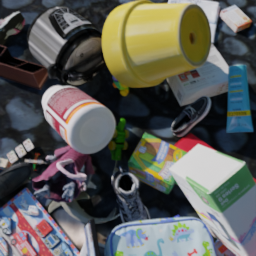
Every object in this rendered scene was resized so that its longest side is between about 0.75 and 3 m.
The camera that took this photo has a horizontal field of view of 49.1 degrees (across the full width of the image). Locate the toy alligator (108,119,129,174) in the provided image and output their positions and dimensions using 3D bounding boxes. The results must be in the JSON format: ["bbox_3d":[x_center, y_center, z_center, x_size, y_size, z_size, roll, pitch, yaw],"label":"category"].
[{"bbox_3d":[-0.407,0.626,9.251,0.577,0.528,1.946,2,100,-34],"label":"toy alligator"}]

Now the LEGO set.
[{"bbox_3d":[-3.401,1.129,9.451,0.940,0.309,1.259,-37,67,-4],"label":"LEGO set"}]

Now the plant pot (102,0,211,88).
[{"bbox_3d":[1.024,-2.705,8.894,2.623,2.789,2.789,7,56,45],"label":"plant pot"}]

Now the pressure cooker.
[{"bbox_3d":[-2.013,-2.853,10.284,2.662,2.378,2.341,43,103,19],"label":"pressure cooker"}]

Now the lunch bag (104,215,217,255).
[{"bbox_3d":[0.889,3.547,7.195,2.918,1.203,2.345,0,54,-17],"label":"lunch bag"}]

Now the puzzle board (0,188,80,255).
[{"bbox_3d":[-3.038,3.456,8.161,2.121,0.245,2.814,-40,70,-19],"label":"puzzle board"}]

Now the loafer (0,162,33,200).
[{"bbox_3d":[-3.901,1.831,8.612,2.158,0.758,0.733,-33,106,-12],"label":"loafer"}]

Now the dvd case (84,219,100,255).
[{"bbox_3d":[-0.919,3.015,7.151,0.143,1.629,1.162,-6,67,-16],"label":"dvd case"}]

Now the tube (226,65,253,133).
[{"bbox_3d":[3.821,-0.992,9.716,0.581,0.892,2.304,-1,89,-46],"label":"tube"}]

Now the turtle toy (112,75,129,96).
[{"bbox_3d":[-0.178,-1.969,10.237,0.775,1.534,1.118,23,67,8],"label":"turtle toy"}]

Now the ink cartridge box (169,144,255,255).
[{"bbox_3d":[2.513,1.965,7.185,1.182,1.963,2.702,-39,108,-9],"label":"ink cartridge box"}]

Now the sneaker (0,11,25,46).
[{"bbox_3d":[-5.346,-4.296,11.866,0.878,0.817,2.034,31,66,16],"label":"sneaker"}]

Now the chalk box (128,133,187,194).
[{"bbox_3d":[1.090,1.230,8.789,1.911,1.183,1.189,25,66,13],"label":"chalk box"}]

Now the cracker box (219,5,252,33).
[{"bbox_3d":[4.733,-4.829,12.388,0.790,0.340,1.180,-25,66,-12],"label":"cracker box"}]

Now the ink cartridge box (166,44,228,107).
[{"bbox_3d":[2.623,-2.043,10.646,2.083,0.873,1.829,-17,64,-9],"label":"ink cartridge box"}]

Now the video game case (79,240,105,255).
[{"bbox_3d":[-0.394,4.522,7.512,2.497,0.292,2.270,18,63,5],"label":"video game case"}]

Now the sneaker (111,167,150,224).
[{"bbox_3d":[0.080,2.185,8.196,0.831,1.252,2.201,-20,72,-9],"label":"sneaker"}]

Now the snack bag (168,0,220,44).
[{"bbox_3d":[2.764,-4.865,12.448,2.388,0.271,2.533,14,64,7],"label":"snack bag"}]

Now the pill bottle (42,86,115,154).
[{"bbox_3d":[-1.733,-0.427,9.005,1.553,1.553,2.749,-36,41,-17],"label":"pill bottle"}]

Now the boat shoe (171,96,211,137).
[{"bbox_3d":[2.115,-0.458,9.562,1.734,0.588,0.622,-46,56,6],"label":"boat shoe"}]

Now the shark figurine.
[{"bbox_3d":[-1.530,2.305,8.372,2.437,1.017,1.456,36,69,19],"label":"shark figurine"}]

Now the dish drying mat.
[{"bbox_3d":[2.850,1.259,8.964,2.908,0.265,1.117,39,44,25],"label":"dish drying mat"}]

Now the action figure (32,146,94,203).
[{"bbox_3d":[-1.801,1.043,8.472,1.681,1.868,2.509,27,35,0],"label":"action figure"}]

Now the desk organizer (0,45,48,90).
[{"bbox_3d":[-4.385,-2.406,10.797,2.446,0.942,0.877,18,64,9],"label":"desk organizer"}]

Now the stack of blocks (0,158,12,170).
[{"bbox_3d":[-4.375,1.127,9.212,0.921,0.530,0.270,12,64,6],"label":"stack of blocks"}]

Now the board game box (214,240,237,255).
[{"bbox_3d":[2.828,3.660,8.068,0.878,0.245,0.860,-31,66,-15],"label":"board game box"}]
